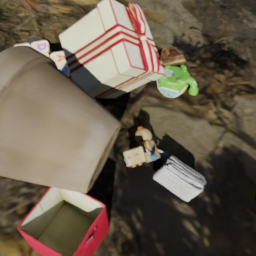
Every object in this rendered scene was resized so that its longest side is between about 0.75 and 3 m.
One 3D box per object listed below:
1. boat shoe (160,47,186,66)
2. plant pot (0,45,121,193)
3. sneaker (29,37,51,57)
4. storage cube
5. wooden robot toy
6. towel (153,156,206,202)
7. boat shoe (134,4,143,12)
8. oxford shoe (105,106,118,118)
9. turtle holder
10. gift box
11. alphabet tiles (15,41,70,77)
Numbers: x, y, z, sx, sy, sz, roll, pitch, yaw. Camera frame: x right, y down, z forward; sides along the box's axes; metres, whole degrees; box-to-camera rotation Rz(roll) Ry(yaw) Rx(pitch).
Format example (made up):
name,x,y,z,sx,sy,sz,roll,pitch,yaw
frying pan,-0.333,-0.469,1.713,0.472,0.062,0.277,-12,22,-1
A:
name,x,y,z,sx,sy,sz,roll,pitch,yaw
boat shoe,1.036,-1.750,6.843,0.456,0.428,1.266,-10,16,-7
plant pot,-1.561,0.078,5.838,2.424,2.793,2.793,25,52,2
sneaker,-3.445,-3.059,10.934,0.837,0.992,2.268,-16,51,-13
storage cube,-1.322,2.205,6.139,1.503,1.351,1.285,21,52,19
wooden robot toy,0.309,0.455,7.213,0.923,2.096,0.951,-20,82,20
towel,1.281,1.286,7.065,1.127,0.933,0.482,33,58,6
boat shoe,0.429,-5.652,13.445,0.600,0.601,1.624,0,49,0
oxford shoe,-0.973,-0.166,8.711,0.589,0.589,1.652,12,36,30
turtle holder,1.656,-1.576,9.668,1.368,0.971,1.039,-5,48,-5
gift box,-0.286,-2.345,8.567,2.527,2.359,2.331,-16,85,-57
alphabet tiles,-3.315,-1.820,9.713,2.589,0.193,2.647,-9,71,-3
